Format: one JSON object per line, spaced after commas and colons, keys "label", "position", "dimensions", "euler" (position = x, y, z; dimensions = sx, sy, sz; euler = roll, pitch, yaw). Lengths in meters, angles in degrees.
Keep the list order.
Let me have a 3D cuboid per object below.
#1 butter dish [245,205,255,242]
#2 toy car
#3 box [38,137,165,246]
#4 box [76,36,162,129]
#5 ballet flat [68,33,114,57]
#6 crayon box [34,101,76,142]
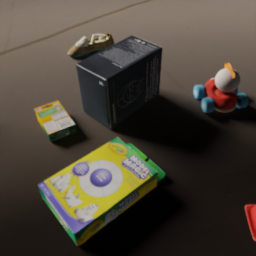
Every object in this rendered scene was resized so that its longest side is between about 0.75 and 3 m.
{"label": "butter dish", "position": [3.051, 1.904, 5.899], "dimensions": [0.885, 0.656, 0.887], "euler": [3, 44, 2]}
{"label": "toy car", "position": [2.970, -1.398, 8.688], "dimensions": [1.403, 1.523, 1.347], "euler": [-7, 45, -8]}
{"label": "box", "position": [-0.514, 1.263, 6.591], "dimensions": [2.663, 0.644, 1.562], "euler": [-30, 52, -30]}
{"label": "box", "position": [-0.197, -1.441, 8.550], "dimensions": [1.274, 1.765, 2.379], "euler": [32, 52, 29]}
{"label": "ballet flat", "position": [-1.539, -3.455, 11.427], "dimensions": [2.036, 0.665, 0.718], "euler": [-23, 46, -22]}
{"label": "crayon box", "position": [-2.181, -0.223, 8.328], "dimensions": [0.814, 0.334, 1.295], "euler": [-23, 49, -22]}
